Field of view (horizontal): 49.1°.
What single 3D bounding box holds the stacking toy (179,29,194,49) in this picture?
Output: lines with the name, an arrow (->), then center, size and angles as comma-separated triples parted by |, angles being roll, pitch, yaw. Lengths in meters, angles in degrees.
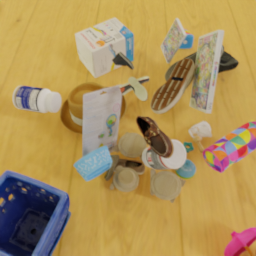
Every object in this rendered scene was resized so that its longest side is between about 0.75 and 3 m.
stacking toy -> 2.649, -4.340, 13.193 | 0.756, 0.715, 1.302 | 2, 44, 5

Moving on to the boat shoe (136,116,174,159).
boat shoe -> 0.654, 0.221, 7.558 | 0.562, 0.562, 1.597 | 23, 20, -35

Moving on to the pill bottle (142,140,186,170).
pill bottle -> 1.014, 0.837, 8.386 | 0.831, 1.435, 0.831 | 4, 79, -23

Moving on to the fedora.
fedora -> -1.372, -0.942, 10.388 | 2.592, 1.057, 2.592 | -4, 53, 6

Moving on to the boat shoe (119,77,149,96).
boat shoe -> 0.193, -1.203, 7.982 | 0.945, 0.296, 0.337 | -18, 12, 21

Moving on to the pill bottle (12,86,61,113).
pill bottle -> -3.118, -0.961, 9.645 | 1.470, 0.850, 0.850 | 10, 56, 15

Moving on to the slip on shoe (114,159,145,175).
slip on shoe -> -0.106, 1.244, 9.388 | 1.353, 0.410, 0.515 | 10, 54, 14

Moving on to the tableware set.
tableware set -> 0.641, 1.223, 9.102 | 2.542, 0.295, 2.123 | 13, 56, 7

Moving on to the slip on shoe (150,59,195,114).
slip on shoe -> 1.672, -1.390, 10.082 | 0.926, 0.738, 2.436 | 18, 67, 32

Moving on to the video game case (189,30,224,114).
video game case -> 2.667, -1.918, 9.753 | 0.235, 2.612, 1.870 | 5, 11, -5

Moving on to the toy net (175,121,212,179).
toy net -> 2.120, 0.633, 9.874 | 1.226, 0.451, 2.336 | 25, 57, 19

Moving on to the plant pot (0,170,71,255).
plant pot -> -2.772, 2.634, 7.643 | 2.010, 1.807, 2.010 | 18, 57, 11

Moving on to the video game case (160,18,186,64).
video game case -> 1.779, -3.455, 11.202 | 0.130, 1.441, 1.032 | 0, 56, -23

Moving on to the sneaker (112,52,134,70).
sneaker -> -0.175, -2.286, 9.933 | 0.435, 0.819, 0.306 | -37, 31, 22

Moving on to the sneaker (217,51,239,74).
sneaker -> 3.906, -2.863, 12.153 | 1.568, 0.600, 0.898 | -16, 55, -14

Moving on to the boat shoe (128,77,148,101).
boat shoe -> 0.278, -1.012, 7.532 | 0.305, 0.268, 0.857 | -32, 61, -2

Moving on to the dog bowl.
dog bowl -> -0.983, 1.114, 8.281 | 1.085, 1.946, 0.482 | -30, 80, -14

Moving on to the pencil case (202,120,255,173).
pencil case -> 3.330, 0.578, 8.556 | 2.111, 0.933, 0.933 | -26, 59, -15

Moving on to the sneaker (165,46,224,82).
sneaker -> 2.770, -2.537, 11.417 | 0.948, 2.535, 1.346 | 63, 29, 1

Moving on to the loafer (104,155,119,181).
loafer -> -0.596, 1.282, 9.189 | 0.311, 0.350, 0.921 | 24, 83, -15

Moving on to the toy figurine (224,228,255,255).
toy figurine -> 3.506, 3.840, 6.958 | 2.832, 2.126, 2.606 | 13, 46, -3

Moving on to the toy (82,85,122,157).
toy -> -0.973, -0.139, 8.932 | 1.452, 2.522, 0.595 | -23, 38, -39

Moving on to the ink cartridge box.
ink cartridge box -> -0.988, -3.428, 11.981 | 2.016, 1.458, 1.484 | -30, 61, -19
